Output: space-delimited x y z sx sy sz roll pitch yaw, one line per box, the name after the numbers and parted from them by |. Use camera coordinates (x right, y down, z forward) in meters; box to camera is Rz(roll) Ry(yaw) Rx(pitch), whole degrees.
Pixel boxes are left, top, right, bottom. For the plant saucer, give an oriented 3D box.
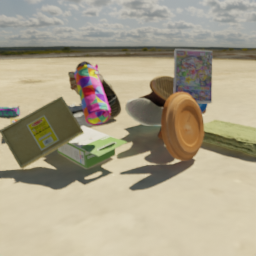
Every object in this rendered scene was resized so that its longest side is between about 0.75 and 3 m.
1.723 -0.049 8.368 0.332 2.056 2.056 -5 10 43 | plant saucer

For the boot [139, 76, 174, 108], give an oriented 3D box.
1.194 -1.239 11.280 2.734 0.989 2.275 10 -13 -44 | boot

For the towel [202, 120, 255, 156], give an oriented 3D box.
3.771 0.278 10.206 2.741 0.500 2.033 14 22 39 | towel

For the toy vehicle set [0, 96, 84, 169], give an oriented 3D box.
-2.538 0.118 8.310 2.086 1.296 0.276 -30 -7 -9 | toy vehicle set

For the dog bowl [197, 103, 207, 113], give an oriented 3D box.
2.377 -1.359 10.049 0.939 1.685 0.418 -3 21 29 | dog bowl

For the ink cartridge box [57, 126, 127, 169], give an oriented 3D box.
-1.173 0.632 8.758 1.161 0.663 2.237 -22 28 -40 | ink cartridge box

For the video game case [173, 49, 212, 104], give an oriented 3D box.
2.117 -1.684 9.153 1.248 1.742 0.157 3 -5 -3 | video game case

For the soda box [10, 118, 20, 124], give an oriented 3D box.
-4.363 0.023 10.984 0.454 0.481 1.419 -7 20 -20 | soda box

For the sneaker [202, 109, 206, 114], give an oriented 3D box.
3.146 -1.097 12.133 0.360 1.010 0.404 -19 31 -20 | sneaker

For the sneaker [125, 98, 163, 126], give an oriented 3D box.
0.745 -0.519 11.435 2.729 1.009 1.118 16 -11 -41 | sneaker

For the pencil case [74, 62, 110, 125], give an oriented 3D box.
-1.095 -1.054 8.514 0.860 0.860 1.945 -7 62 -20 | pencil case

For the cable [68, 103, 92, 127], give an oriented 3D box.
-2.172 -0.537 12.430 1.838 0.637 1.839 12 23 32 | cable

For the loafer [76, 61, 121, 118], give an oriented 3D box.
-1.262 -1.811 13.052 1.115 2.947 1.006 -31 6 11 | loafer

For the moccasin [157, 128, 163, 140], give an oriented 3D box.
1.441 -0.044 10.029 0.510 1.322 0.484 24 40 11 | moccasin

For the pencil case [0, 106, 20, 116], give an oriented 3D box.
-5.788 -0.813 13.489 1.103 0.470 0.510 0 -22 5 | pencil case

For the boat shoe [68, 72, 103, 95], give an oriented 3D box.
-1.673 -1.715 10.979 0.955 0.906 2.523 -1 12 -26 | boat shoe

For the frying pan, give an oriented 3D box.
-1.424 -0.789 11.299 2.253 0.367 1.363 -33 22 -26 | frying pan
